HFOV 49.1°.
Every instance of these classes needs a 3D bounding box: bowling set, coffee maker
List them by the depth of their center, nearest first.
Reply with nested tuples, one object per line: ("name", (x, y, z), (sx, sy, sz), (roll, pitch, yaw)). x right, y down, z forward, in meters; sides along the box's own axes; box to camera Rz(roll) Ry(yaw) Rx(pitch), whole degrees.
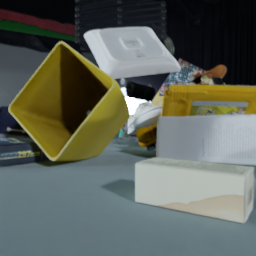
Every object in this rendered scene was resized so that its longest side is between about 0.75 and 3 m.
("bowling set", (2.429, -1.382, 9.373), (1.425, 0.992, 0.765), (-34, 25, 8))
("coffee maker", (0.562, -1.578, 12.240), (1.153, 0.777, 1.108), (6, 10, -28))

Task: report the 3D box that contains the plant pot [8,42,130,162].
("plant pot", (-1.093, -0.393, 6.360), (1.931, 1.931, 1.703), (40, 2, 29))

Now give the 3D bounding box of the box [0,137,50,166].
("box", (-2.752, 0.488, 6.250), (1.390, 0.450, 1.763), (-2, 4, -45))

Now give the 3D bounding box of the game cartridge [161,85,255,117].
("game cartridge", (2.143, -0.242, 7.730), (2.464, 2.172, 0.400), (0, 48, 1))

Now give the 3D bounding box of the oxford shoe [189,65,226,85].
("oxford shoe", (2.818, -1.781, 9.909), (1.538, 0.549, 0.548), (-36, -36, 0))

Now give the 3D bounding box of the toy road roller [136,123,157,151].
("toy road roller", (0.611, 0.186, 7.432), (0.881, 0.541, 0.643), (-36, -36, 31))

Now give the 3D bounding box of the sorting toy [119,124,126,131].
("sorting toy", (-1.133, -0.734, 11.921), (2.375, 0.468, 2.566), (43, 2, 0))

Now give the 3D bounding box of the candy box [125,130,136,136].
("candy box", (0.138, 0.230, 12.832), (0.456, 0.221, 0.782), (-2, 2, -23))

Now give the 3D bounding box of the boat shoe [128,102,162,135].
("boat shoe", (0.540, -0.443, 9.518), (0.938, 0.924, 2.647), (-7, -10, -15))

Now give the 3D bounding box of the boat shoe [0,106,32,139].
("boat shoe", (-3.143, -0.047, 8.495), (2.718, 1.260, 1.015), (-2, 4, -28))

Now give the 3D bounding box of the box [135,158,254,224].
("box", (0.732, 0.650, 3.193), (1.229, 0.478, 0.584), (2, 4, 33))

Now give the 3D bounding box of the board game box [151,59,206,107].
("board game box", (2.013, -1.127, 10.486), (1.731, 2.555, 0.442), (32, -6, 17))

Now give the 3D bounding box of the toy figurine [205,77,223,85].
("toy figurine", (2.756, -0.674, 8.655), (1.027, 1.453, 1.476), (-37, 22, 35))

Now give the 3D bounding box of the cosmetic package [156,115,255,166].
("cosmetic package", (2.163, 0.204, 6.201), (2.821, 1.044, 1.434), (2, 3, 22))

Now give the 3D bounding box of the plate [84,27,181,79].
("plate", (0.128, -2.958, 10.319), (2.913, 0.472, 2.920), (-10, 50, -20))

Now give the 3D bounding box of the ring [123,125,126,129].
("ring", (-0.285, -0.586, 11.158), (0.125, 1.307, 1.307), (-15, 4, -1))

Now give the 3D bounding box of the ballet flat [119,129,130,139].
("ballet flat", (-0.131, 0.297, 11.101), (0.376, 0.398, 1.182), (28, -1, -5))
